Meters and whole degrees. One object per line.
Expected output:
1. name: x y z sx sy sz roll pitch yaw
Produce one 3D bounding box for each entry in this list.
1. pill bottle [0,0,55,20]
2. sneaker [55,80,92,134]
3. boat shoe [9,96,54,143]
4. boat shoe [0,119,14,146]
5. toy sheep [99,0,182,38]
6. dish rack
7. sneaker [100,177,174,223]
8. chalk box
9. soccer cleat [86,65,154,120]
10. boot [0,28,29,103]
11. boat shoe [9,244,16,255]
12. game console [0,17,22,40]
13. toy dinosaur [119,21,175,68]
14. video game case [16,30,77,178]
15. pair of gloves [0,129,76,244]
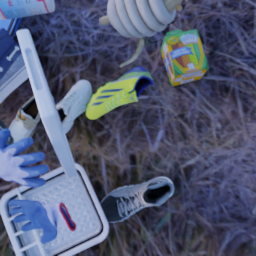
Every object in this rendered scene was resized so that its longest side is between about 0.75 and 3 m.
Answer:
1. pill bottle: -2.977 -3.419 7.297 1.911 1.039 1.039 -12 80 -4
2. sneaker: -1.881 -0.712 9.172 0.820 1.045 2.104 29 81 5
3. boat shoe: -3.356 -0.338 9.256 0.823 0.753 2.201 31 82 5
4. boat shoe: -4.029 -0.435 7.218 1.062 0.901 2.916 -39 107 -17
5. toy sheep: 0.291 -2.889 6.625 2.302 1.587 1.587 -13 78 35
6. dish rack: -2.229 2.700 8.640 2.943 0.641 2.526 -26 80 4
7. sneaker: 0.204 2.148 8.436 2.615 1.510 0.981 -24 81 -4
8. chalk box: 1.806 -2.517 9.450 1.131 1.124 1.813 -15 81 -3
9. soccer cleat: -0.273 -1.077 9.292 2.565 0.829 1.073 -40 66 -9
10. boot: -3.494 -1.063 6.526 1.273 1.025 2.818 52 54 -27
11. boat shoe: -3.319 4.085 8.610 0.363 0.421 1.159 -14 71 -35
12. game console: -4.239 -4.260 9.486 2.406 1.668 2.819 17 80 2
13. toy dinosaur: 0.601 -2.784 7.882 0.619 1.150 2.609 16 103 -36
14. video game case: -1.757 -0.413 6.253 0.308 2.597 2.364 -19 60 -13
15. pair of gloves: -2.139 1.329 5.887 0.312 2.202 2.739 -41 110 -48
